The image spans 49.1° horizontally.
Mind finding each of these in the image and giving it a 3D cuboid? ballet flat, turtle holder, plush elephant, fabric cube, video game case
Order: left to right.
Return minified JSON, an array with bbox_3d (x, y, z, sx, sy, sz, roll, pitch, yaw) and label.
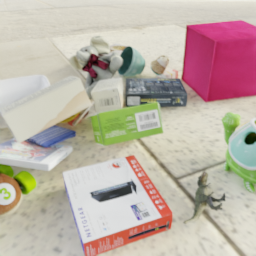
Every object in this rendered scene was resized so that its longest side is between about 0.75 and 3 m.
[{"bbox_3d":[-3.065,0.763,8.665,2.154,0.247,1.962,7,12,7],"label":"video game case"},{"bbox_3d":[-1.632,-3.067,13.275,2.162,2.300,2.793,40,16,-8],"label":"plush elephant"},{"bbox_3d":[1.655,-3.275,14.089,0.839,0.777,2.381,40,25,-8],"label":"ballet flat"},{"bbox_3d":[4.442,-3.180,13.061,2.886,2.840,2.895,-9,35,-11],"label":"fabric cube"},{"bbox_3d":[3.900,0.525,8.355,1.862,1.740,2.450,2,33,5],"label":"turtle holder"}]

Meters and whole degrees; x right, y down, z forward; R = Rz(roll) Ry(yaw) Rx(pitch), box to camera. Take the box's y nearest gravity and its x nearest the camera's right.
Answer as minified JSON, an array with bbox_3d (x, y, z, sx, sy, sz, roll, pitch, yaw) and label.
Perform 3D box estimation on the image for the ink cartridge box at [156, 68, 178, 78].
[{"bbox_3d":[1.939,-2.719,14.542,1.221,0.412,0.711,-26,41,-34],"label":"ink cartridge box"}]

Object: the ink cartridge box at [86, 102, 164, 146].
[{"bbox_3d":[-0.263,-0.119,10.136,2.099,1.076,2.840,-11,2,-16],"label":"ink cartridge box"}]

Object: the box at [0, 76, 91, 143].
[{"bbox_3d":[-2.794,-0.704,9.525,2.721,1.058,1.292,-30,25,-17],"label":"box"}]

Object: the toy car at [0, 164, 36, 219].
[{"bbox_3d":[-3.695,1.063,6.986,1.832,2.323,1.908,17,37,25],"label":"toy car"}]

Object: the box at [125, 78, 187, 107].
[{"bbox_3d":[1.170,-1.611,12.524,2.615,0.667,2.062,0,30,-1],"label":"box"}]

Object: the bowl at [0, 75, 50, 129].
[{"bbox_3d":[-4.547,-1.016,11.234,2.947,1.102,2.952,-12,35,-15],"label":"bowl"}]

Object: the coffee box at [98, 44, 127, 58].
[{"bbox_3d":[-0.922,-4.129,16.260,1.242,0.877,2.198,23,39,30],"label":"coffee box"}]

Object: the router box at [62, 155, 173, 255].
[{"bbox_3d":[-0.380,1.870,7.317,2.193,0.597,2.443,-12,35,-19],"label":"router box"}]

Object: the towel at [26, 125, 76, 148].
[{"bbox_3d":[-2.892,0.241,9.845,1.865,0.222,1.350,13,27,37],"label":"towel"}]

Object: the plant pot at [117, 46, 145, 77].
[{"bbox_3d":[0.250,-3.384,14.777,1.041,1.554,1.554,13,24,-31],"label":"plant pot"}]

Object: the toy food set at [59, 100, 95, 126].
[{"bbox_3d":[-2.231,-0.618,11.093,2.292,0.749,1.348,19,70,39],"label":"toy food set"}]

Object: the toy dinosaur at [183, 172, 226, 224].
[{"bbox_3d":[2.102,1.922,7.429,0.837,0.451,1.899,1,30,27],"label":"toy dinosaur"}]

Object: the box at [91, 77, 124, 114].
[{"bbox_3d":[-0.768,-1.393,11.487,1.089,0.891,2.293,-8,19,6],"label":"box"}]
